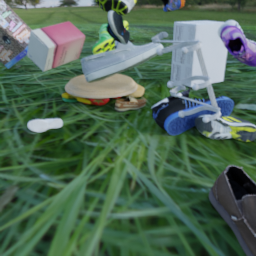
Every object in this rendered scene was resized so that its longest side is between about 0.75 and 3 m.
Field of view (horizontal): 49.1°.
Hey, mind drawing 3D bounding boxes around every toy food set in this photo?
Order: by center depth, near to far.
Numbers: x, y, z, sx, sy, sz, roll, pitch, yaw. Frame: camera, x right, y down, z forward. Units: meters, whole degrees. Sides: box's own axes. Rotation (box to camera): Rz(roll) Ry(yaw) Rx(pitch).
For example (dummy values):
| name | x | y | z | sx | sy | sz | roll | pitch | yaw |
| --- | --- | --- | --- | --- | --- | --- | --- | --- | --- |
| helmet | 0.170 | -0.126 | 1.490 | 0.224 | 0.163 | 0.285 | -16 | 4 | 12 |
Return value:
| name | x | y | z | sx | sy | sz | roll | pitch | yaw |
| --- | --- | --- | --- | --- | --- | --- | --- | --- | --- |
| toy food set | -1.053 | -1.570 | 11.163 | 2.922 | 0.718 | 2.952 | 15 | 29 | 30 |

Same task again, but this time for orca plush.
| name | x | y | z | sx | sy | sz | roll | pitch | yaw |
| --- | --- | --- | --- | --- | --- | --- | --- | --- | --- |
| orca plush | 1.661 | -0.750 | 9.824 | 1.906 | 0.678 | 1.003 | -23 | -11 | -48 |

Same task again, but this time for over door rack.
| name | x | y | z | sx | sy | sz | roll | pitch | yaw |
| --- | --- | --- | --- | --- | --- | --- | --- | --- | --- |
| over door rack | 1.029 | -1.070 | 5.795 | 0.686 | 1.521 | 2.059 | -25 | 25 | -2 |

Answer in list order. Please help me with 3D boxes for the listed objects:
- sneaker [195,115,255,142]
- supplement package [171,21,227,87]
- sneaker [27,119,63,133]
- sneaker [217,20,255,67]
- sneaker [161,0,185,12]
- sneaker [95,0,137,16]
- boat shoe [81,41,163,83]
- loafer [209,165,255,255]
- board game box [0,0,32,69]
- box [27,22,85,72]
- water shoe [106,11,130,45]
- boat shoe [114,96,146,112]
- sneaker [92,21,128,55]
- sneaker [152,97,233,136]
| name | x | y | z | sx | sy | sz | roll | pitch | yaw |
| --- | --- | --- | --- | --- | --- | --- | --- | --- | --- |
| sneaker | 2.783 | -0.022 | 8.066 | 1.743 | 0.649 | 0.737 | 14 | 21 | 8 |
| supplement package | 3.288 | -3.445 | 12.874 | 2.079 | 2.669 | 1.480 | -13 | 28 | -27 |
| sneaker | -2.540 | -0.104 | 8.517 | 1.022 | 0.385 | 0.452 | -5 | 13 | -26 |
| sneaker | 3.208 | -2.207 | 7.908 | 1.723 | 0.693 | 0.762 | 32 | 41 | -25 |
| sneaker | 0.833 | -3.480 | 6.797 | 0.555 | 1.416 | 0.533 | -36 | 15 | -5 |
| sneaker | -0.224 | -2.111 | 4.578 | 0.355 | 0.351 | 0.930 | -43 | 57 | -15 |
| boat shoe | -0.210 | -2.363 | 9.039 | 2.759 | 0.983 | 0.963 | -23 | 5 | -7 |
| loafer | 2.123 | 1.431 | 4.468 | 0.902 | 0.877 | 2.470 | -9 | 26 | -19 |
| board game box | -3.424 | -2.560 | 7.675 | 1.171 | 1.468 | 0.711 | -18 | 39 | 39 |
| box | -1.882 | -2.152 | 7.353 | 0.698 | 0.820 | 1.282 | 44 | 47 | 10 |
| water shoe | -0.411 | -2.805 | 7.951 | 0.577 | 0.522 | 1.461 | 14 | -10 | 19 |
| boat shoe | 0.093 | -0.898 | 10.014 | 1.244 | 0.459 | 0.471 | -15 | 29 | -30 |
| sneaker | -0.794 | -3.423 | 10.764 | 0.884 | 0.783 | 2.115 | 25 | 57 | 17 |
| sneaker | 2.019 | -0.568 | 8.731 | 2.674 | 0.938 | 1.042 | -14 | 36 | -25 |
